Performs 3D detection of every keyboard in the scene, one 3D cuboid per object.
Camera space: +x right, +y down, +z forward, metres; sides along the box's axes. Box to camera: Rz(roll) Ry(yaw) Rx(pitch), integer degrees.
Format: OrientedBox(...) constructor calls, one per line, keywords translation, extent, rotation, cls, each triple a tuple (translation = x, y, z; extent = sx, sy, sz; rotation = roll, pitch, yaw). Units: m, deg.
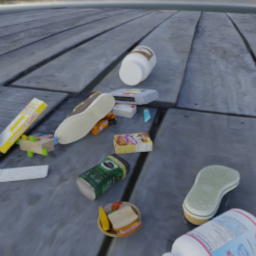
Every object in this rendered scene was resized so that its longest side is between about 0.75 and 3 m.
OrientedBox(translation=(-3.628, 1.450, 8.819), extent=(2.121, 0.113, 0.597), rotation=(-4, 31, -8), cls="keyboard")

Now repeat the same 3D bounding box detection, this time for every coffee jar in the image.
OrientedBox(translation=(-0.691, 1.407, 8.316), extent=(0.830, 0.679, 1.591), rotation=(30, 42, 31), cls="coffee jar")

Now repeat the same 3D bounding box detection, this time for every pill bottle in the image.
OrientedBox(translation=(1.722, 2.641, 5.749), extent=(2.252, 1.225, 1.225), rotation=(-17, 35, -25), cls="pill bottle")
OrientedBox(translation=(0.506, -3.422, 15.497), extent=(1.578, 1.578, 2.760), rotation=(9, 32, 14), cls="pill bottle")

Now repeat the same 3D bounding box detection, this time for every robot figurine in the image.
OrientedBox(translation=(-1.129, -0.271, 11.326), extent=(1.103, 0.443, 1.521), rotation=(19, 38, 29), cls="robot figurine")

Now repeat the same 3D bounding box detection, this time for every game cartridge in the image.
OrientedBox(translation=(0.157, -1.456, 12.780), extent=(2.246, 0.459, 1.495), rotation=(8, 18, 35), cls="game cartridge")

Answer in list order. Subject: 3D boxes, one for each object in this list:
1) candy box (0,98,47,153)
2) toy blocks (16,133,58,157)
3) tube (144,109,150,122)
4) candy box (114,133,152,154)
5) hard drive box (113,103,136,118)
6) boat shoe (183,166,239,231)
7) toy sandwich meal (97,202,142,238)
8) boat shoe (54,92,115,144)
OrientedBox(translation=(-3.856, -0.135, 10.014), extent=(2.183, 0.288, 1.116), rotation=(-51, 31, -13), cls="candy box")
OrientedBox(translation=(-3.054, 0.522, 9.903), extent=(1.484, 0.742, 1.015), rotation=(7, 17, 31), cls="toy blocks")
OrientedBox(translation=(0.804, -0.536, 11.996), extent=(0.210, 0.322, 0.832), rotation=(31, 25, -17), cls="tube")
OrientedBox(translation=(0.161, 0.541, 10.094), extent=(1.283, 0.362, 0.749), rotation=(-4, 30, -9), cls="candy box")
OrientedBox(translation=(-0.151, -0.776, 12.314), extent=(0.855, 0.328, 0.666), rotation=(11, 33, 17), cls="hard drive box")
OrientedBox(translation=(2.233, 1.799, 7.538), extent=(1.039, 0.867, 2.786), rotation=(17, 27, 30), cls="boat shoe")
OrientedBox(translation=(-0.235, 2.233, 7.077), extent=(1.234, 0.423, 1.234), rotation=(-7, 30, 4), cls="toy sandwich meal")
OrientedBox(translation=(-1.693, -0.419, 10.513), extent=(2.611, 0.938, 0.777), rotation=(-41, 33, -7), cls="boat shoe")
